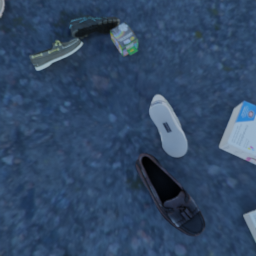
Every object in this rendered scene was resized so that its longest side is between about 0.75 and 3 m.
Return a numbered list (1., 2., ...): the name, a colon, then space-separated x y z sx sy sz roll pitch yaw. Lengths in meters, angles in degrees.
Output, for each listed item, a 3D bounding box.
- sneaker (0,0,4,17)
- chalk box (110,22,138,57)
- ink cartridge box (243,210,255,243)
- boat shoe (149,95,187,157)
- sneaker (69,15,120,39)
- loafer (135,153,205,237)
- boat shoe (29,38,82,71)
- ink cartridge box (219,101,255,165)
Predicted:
1. sneaker: -5.448 -3.792 9.453 2.754 1.129 1.029 -42 80 -9
2. chalk box: -0.068 -2.840 9.283 0.620 0.617 0.996 -31 80 -4
3. ink cartridge box: 4.149 2.742 8.167 1.183 0.491 0.867 -18 71 -7
4. boat shoe: 1.206 -0.034 8.407 0.767 2.131 0.700 -20 33 23
5. sneaker: -1.164 -3.618 9.620 1.766 0.666 0.700 -15 66 -15
6. loafer: 1.151 1.925 8.120 1.025 0.898 2.852 -37 74 -6
7. boat shoe: -2.385 -2.541 9.273 1.795 0.641 0.537 -27 119 2
8. ink cartridge box: 4.133 0.327 8.606 2.082 0.881 1.504 25 78 5
